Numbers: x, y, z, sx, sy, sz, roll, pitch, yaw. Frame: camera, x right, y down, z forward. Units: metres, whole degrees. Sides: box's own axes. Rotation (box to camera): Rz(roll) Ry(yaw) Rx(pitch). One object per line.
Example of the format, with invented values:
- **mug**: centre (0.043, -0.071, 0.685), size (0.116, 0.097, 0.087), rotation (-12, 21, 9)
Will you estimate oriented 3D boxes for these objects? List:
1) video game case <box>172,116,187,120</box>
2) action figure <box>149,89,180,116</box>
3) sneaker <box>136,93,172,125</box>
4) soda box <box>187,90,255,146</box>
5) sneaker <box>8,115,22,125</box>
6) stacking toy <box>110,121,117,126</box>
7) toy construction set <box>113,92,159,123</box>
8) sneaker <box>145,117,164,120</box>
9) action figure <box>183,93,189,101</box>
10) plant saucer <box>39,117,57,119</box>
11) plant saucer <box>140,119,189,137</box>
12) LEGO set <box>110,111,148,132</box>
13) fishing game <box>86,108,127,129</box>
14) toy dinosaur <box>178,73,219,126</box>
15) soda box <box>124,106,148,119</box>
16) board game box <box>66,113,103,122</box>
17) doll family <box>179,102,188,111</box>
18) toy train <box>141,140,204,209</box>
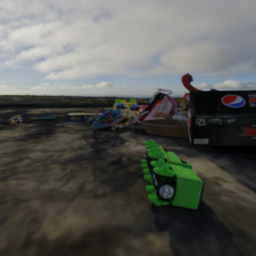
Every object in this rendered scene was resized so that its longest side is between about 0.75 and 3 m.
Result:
- **video game case**: centre (2.312, -0.292, 9.057), size (1.431, 0.125, 1.023), rotation (7, 7, 41)
- **action figure**: centre (2.210, -1.501, 15.843), size (1.833, 2.038, 2.736), rotation (8, -6, 15)
- **sneaker**: centre (1.141, -0.586, 11.802), size (0.898, 1.675, 0.559), rotation (40, -1, -29)
- **soda box**: centre (2.912, -0.250, 6.485), size (2.965, 0.939, 1.049), rotation (0, 39, 6)
- **sneaker**: centre (-4.742, -0.253, 11.718), size (0.788, 0.355, 0.295), rotation (-27, -12, 35)
- **stacking toy**: centre (-0.948, -0.276, 11.034), size (0.888, 0.649, 0.649), rotation (-21, 17, -30)
- **toy construction set**: centre (0.399, -0.855, 13.150), size (2.824, 1.301, 1.852), rotation (-9, -1, 44)
- **sneaker**: centre (1.120, -0.172, 10.785), size (0.941, 0.354, 0.492), rotation (9, 24, 3)
- **action figure**: centre (3.541, -0.522, 11.468), size (2.947, 1.459, 0.962), rotation (22, -6, -1)
- **plant saucer**: centre (-4.305, -0.546, 15.072), size (0.318, 0.086, 0.911), rotation (6, 10, 42)
- **plant saucer**: centre (1.708, -0.034, 9.224), size (2.625, 0.387, 2.625), rotation (0, 7, 0)
- **LEGO set**: centre (0.045, -0.138, 9.793), size (1.192, 0.392, 1.595), rotation (-30, -5, 25)
- **fishing game**: centre (-0.730, -0.274, 9.983), size (1.127, 0.245, 1.574), rotation (-36, -23, 19)
- **toy dinosaur**: centre (2.663, -0.866, 8.044), size (2.309, 1.336, 2.545), rotation (35, -33, -29)
- **soda box**: centre (0.381, -0.858, 15.093), size (2.181, 0.691, 0.763), rotation (0, 6, 8)
- **board game box**: centre (-1.928, -0.517, 13.664), size (1.931, 0.334, 1.308), rotation (-1, 6, -3)
- **doll family**: centre (3.215, -0.773, 13.136), size (1.746, 0.685, 1.009), rotation (41, 4, 20)
- **toy train**: centre (0.536, 0.558, 3.894), size (0.610, 0.452, 2.164), rotation (10, 6, -1)
